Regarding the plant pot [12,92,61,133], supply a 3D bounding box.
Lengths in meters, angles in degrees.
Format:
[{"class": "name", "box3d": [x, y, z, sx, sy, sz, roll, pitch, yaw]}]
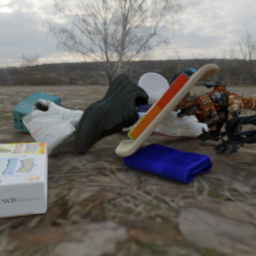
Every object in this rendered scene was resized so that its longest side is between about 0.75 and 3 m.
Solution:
[{"class": "plant pot", "box3d": [-3.515, -0.499, 10.632, 1.172, 1.173, 1.660, 13, 26, 16]}]

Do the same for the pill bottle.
[{"class": "pill bottle", "box3d": [0.829, -1.266, 12.321, 1.313, 1.313, 2.193, -3, -25, -16]}]

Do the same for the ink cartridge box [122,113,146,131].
[{"class": "ink cartridge box", "box3d": [0.282, -0.210, 10.255, 1.441, 0.610, 1.041, -1, -2, -11]}]

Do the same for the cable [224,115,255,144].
[{"class": "cable", "box3d": [2.982, 0.053, 6.269, 1.614, 0.410, 1.316, 8, -16, -5]}]

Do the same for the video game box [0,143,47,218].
[{"class": "video game box", "box3d": [-2.744, 0.884, 5.185, 2.400, 0.617, 2.634, 0, 11, -16]}]

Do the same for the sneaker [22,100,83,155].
[{"class": "sneaker", "box3d": [-2.049, -0.310, 8.208, 1.124, 1.434, 2.886, -40, 4, 11]}]

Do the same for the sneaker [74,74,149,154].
[{"class": "sneaker", "box3d": [-0.423, -0.312, 7.892, 1.270, 2.798, 1.062, 33, -21, 11]}]

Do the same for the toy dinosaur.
[{"class": "toy dinosaur", "box3d": [2.693, -0.363, 7.807, 2.774, 1.883, 1.417, 2, 17, 6]}]

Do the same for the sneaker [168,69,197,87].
[{"class": "sneaker", "box3d": [2.248, -1.644, 13.043, 1.054, 1.180, 2.880, 0, -27, -31]}]

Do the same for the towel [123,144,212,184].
[{"class": "towel", "box3d": [0.887, 0.734, 6.372, 1.711, 0.424, 1.264, 9, 13, 39]}]

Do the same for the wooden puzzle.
[{"class": "wooden puzzle", "box3d": [0.816, -0.483, 7.200, 2.881, 0.536, 2.665, -44, 0, 4]}]

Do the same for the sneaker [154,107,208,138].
[{"class": "sneaker", "box3d": [1.899, -0.254, 9.286, 2.339, 1.165, 0.876, 2, 6, -39]}]
